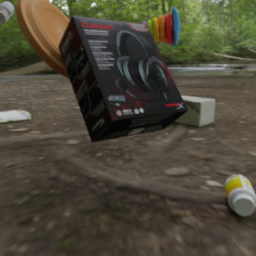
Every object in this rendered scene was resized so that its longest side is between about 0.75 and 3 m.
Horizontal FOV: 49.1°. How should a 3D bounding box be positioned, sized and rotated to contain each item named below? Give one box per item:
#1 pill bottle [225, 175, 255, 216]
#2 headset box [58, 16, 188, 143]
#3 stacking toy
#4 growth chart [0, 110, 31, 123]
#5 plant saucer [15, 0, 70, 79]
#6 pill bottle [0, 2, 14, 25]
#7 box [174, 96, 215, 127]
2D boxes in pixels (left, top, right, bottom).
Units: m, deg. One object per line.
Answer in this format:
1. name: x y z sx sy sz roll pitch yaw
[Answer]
1. pill bottle: 1.823 1.095 4.547 0.428 0.428 0.783 3 14 14
2. headset box: -0.147 -0.941 4.804 1.564 2.101 0.812 -8 -21 -36
3. stacking toy: 0.925 -3.942 11.423 2.258 1.311 1.239 -5 -6 6
4. growth chart: -4.887 -0.507 11.722 1.537 0.188 2.123 -8 16 -33
5. plant saucer: -1.369 -1.808 5.532 0.293 1.818 1.818 -28 3 22
6. pill bottle: -4.125 -3.803 9.261 0.499 0.499 0.862 1 44 4
7. box: 1.968 -0.789 11.255 2.769 0.947 1.138 13 18 42
